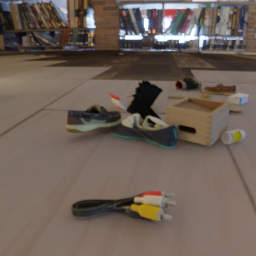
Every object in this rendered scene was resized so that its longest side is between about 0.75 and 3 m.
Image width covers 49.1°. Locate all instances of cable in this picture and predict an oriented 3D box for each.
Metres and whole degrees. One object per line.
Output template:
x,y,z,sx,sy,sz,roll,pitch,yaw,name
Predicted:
-0.085,1.550,5.984,2.193,0.552,1.065,4,20,11,cable

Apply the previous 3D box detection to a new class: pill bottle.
3.651,0.286,9.674,0.828,0.432,0.432,-11,22,-27,pill bottle

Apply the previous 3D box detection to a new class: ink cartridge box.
-0.550,-1.273,13.385,1.049,0.263,0.850,33,-4,-38,ink cartridge box
5.839,-1.525,14.745,1.122,0.381,0.651,-18,26,-40,ink cartridge box

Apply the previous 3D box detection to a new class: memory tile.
3.900,-0.986,13.499,2.631,0.221,2.017,-2,20,-7,memory tile

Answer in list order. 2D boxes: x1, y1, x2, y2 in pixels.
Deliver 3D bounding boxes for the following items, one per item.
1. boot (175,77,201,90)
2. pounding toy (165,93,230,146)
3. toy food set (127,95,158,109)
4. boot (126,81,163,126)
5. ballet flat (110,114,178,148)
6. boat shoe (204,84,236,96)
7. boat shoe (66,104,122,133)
3.677,-2.869,18.116,1.377,0.669,1.829,-7,27,-21,boot
2.465,-0.461,10.489,2.396,1.248,2.728,14,25,34,pounding toy
0.674,-1.146,13.859,1.348,0.392,1.953,-9,29,-7,toy food set
0.876,-0.953,10.898,1.698,1.392,0.628,26,15,-15,boot
0.521,-0.019,9.825,2.640,0.965,0.965,13,24,32,ballet flat
5.450,-2.321,16.595,1.835,0.620,0.660,9,22,24,boat shoe
-1.153,-0.435,10.459,1.004,0.889,2.743,8,15,32,boat shoe
